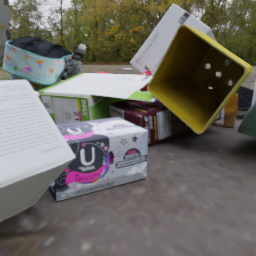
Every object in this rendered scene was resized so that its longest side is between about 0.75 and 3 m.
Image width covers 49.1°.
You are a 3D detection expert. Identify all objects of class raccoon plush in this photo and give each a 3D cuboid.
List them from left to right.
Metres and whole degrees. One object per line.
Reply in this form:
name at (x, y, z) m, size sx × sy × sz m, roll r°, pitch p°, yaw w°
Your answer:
raccoon plush at (-1.510, -1.812, 9.132) m, size 1.043 × 1.557 × 0.753 m, roll 32°, pitch 18°, yaw 2°

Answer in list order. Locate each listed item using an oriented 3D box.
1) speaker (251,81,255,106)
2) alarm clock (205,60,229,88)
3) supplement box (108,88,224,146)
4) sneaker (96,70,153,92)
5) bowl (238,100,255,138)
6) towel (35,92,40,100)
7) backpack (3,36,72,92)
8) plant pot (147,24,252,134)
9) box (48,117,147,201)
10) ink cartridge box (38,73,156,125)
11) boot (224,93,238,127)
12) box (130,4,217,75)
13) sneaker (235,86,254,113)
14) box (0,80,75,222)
speaker at (3.250, -1.558, 5.673) m, size 1.091 × 2.686 × 1.091 m, roll 10°, pitch -2°, yaw 0°
alarm clock at (2.173, -1.549, 8.908) m, size 2.690 × 0.895 × 1.814 m, roll -28°, pitch -11°, yaw 13°
supplement box at (0.937, -0.392, 6.610) m, size 2.461 × 0.749 × 1.340 m, roll -17°, pitch 23°, yaw -28°
sneaker at (0.048, -1.586, 9.025) m, size 2.139 × 1.236 × 0.838 m, roll 15°, pitch 44°, yaw -44°
bowl at (3.562, -0.673, 5.022) m, size 1.564 × 2.990 × 2.990 m, roll 39°, pitch 31°, yaw 20°
towel at (-1.728, -1.175, 9.988) m, size 2.398 × 0.405 × 2.511 m, roll 15°, pitch 29°, yaw 24°
backpack at (-2.365, -1.640, 7.184) m, size 1.475 × 1.286 × 1.678 m, roll 21°, pitch 14°, yaw -5°
plant pot at (1.534, -0.991, 5.527) m, size 1.467 × 1.468 × 1.294 m, roll 45°, pitch 37°, yaw 22°
box at (-0.529, 0.374, 4.195) m, size 1.423 × 0.816 × 0.940 m, roll -9°, pitch 19°, yaw -29°
ink cartridge box at (-0.426, -0.617, 6.988) m, size 2.787 × 1.056 × 2.060 m, roll 7°, pitch 25°, yaw 21°
boot at (2.296, -0.585, 7.526) m, size 1.322 × 0.946 × 0.465 m, roll 12°, pitch 23°, yaw 42°
box at (1.854, -2.719, 10.594) m, size 1.687 × 2.567 × 2.581 m, roll 44°, pitch 17°, yaw 20°
sneaker at (3.803, -0.641, 8.426) m, size 2.305 × 0.826 × 0.954 m, roll 10°, pitch -19°, yaw 23°
box at (-1.506, 0.345, 2.827) m, size 1.265 × 1.084 × 1.259 m, roll -18°, pitch -22°, yaw -50°
